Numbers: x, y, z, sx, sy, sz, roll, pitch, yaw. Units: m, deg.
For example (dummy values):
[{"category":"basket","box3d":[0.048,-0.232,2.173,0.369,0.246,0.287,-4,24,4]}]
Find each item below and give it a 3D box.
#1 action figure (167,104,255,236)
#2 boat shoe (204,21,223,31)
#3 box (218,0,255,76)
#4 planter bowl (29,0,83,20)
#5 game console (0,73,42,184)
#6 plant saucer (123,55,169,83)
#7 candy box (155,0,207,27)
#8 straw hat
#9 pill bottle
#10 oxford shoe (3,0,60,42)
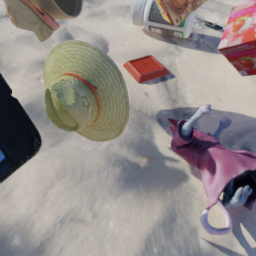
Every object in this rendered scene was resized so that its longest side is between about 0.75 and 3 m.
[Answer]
[{"category":"action figure","box3d":[1.855,0.674,6.506,1.961,2.180,2.928,18,13,-40]},{"category":"boat shoe","box3d":[3.662,-4.376,11.967,0.820,0.254,0.307,26,51,23]},{"category":"box","box3d":[3.287,-1.989,5.673,2.456,1.172,1.224,2,64,53]},{"category":"planter bowl","box3d":[-2.424,-3.991,7.726,1.456,2.163,2.163,-7,43,19]},{"category":"game console","box3d":[-2.905,0.106,3.615,2.317,2.634,1.533,56,23,4]},{"category":"plant saucer","box3d":[0.620,-2.124,9.772,1.237,0.227,1.239,-20,49,-18]},{"category":"candy box","box3d":[1.822,-4.156,7.151,2.713,1.566,0.750,-38,48,6]},{"category":"straw hat","box3d":[-0.969,-0.427,4.869,2.000,2.000,0.847,21,37,19]},{"category":"pill bottle","box3d":[1.436,-4.539,11.368,2.347,1.327,1.327,17,48,14]},{"category":"oxford shoe","box3d":[-2.593,-2.773,6.641,0.760,2.058,0.728,-47,48,10]}]
